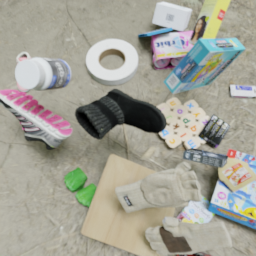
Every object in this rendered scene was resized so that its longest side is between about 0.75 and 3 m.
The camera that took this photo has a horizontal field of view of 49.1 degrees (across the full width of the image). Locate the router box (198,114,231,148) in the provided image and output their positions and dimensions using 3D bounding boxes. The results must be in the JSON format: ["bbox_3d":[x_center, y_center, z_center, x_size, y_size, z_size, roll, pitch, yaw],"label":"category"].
[{"bbox_3d":[3.488,0.115,11.304,0.875,0.299,1.173,37,61,9],"label":"router box"}]

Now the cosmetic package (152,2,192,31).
[{"bbox_3d":[2.122,-5.346,13.391,1.519,0.937,1.524,19,28,9],"label":"cosmetic package"}]

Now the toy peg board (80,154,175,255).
[{"bbox_3d":[0.062,2.783,9.789,2.735,1.343,2.746,23,67,-6],"label":"toy peg board"}]

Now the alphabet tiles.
[{"bbox_3d":[2.245,-0.189,11.604,2.344,0.175,2.397,-29,68,-21],"label":"alphabet tiles"}]

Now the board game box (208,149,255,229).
[{"bbox_3d":[4.357,2.178,9.775,2.391,0.682,2.442,17,55,21],"label":"board game box"}]

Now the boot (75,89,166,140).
[{"bbox_3d":[-0.214,-0.201,7.972,2.249,0.846,1.681,27,40,23],"label":"boot"}]

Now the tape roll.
[{"bbox_3d":[-0.735,-3.058,12.909,2.425,0.443,2.425,0,63,0],"label":"tape roll"}]

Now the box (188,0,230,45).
[{"bbox_3d":[2.839,-3.814,9.575,0.528,0.793,2.106,14,104,-27],"label":"box"}]

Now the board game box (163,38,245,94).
[{"bbox_3d":[2.484,-2.014,9.012,2.357,1.779,0.553,-18,67,-43],"label":"board game box"}]

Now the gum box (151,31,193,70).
[{"bbox_3d":[2.264,-3.603,12.961,2.479,0.820,1.407,-7,64,-4],"label":"gum box"}]

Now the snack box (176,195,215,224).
[{"bbox_3d":[2.424,3.091,9.961,0.917,0.342,1.289,41,69,16],"label":"snack box"}]

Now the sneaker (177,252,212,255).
[{"bbox_3d":[2.616,4.457,9.019,2.053,0.841,0.791,13,65,6],"label":"sneaker"}]

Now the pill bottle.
[{"bbox_3d":[-2.389,-1.529,8.006,0.917,1.612,0.917,4,102,17],"label":"pill bottle"}]

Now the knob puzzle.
[{"bbox_3d":[3.693,1.562,9.797,1.340,0.186,1.340,-4,51,5],"label":"knob puzzle"}]

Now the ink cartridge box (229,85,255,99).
[{"bbox_3d":[5.070,-1.586,12.327,1.164,0.216,0.551,2,63,4],"label":"ink cartridge box"}]

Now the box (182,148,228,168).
[{"bbox_3d":[2.510,0.957,9.076,1.263,1.012,0.275,12,97,27],"label":"box"}]

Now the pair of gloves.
[{"bbox_3d":[1.209,2.333,7.552,2.739,2.329,0.480,57,30,-11],"label":"pair of gloves"}]

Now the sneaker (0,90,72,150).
[{"bbox_3d":[-3.243,-0.203,9.311,2.741,1.199,1.011,34,26,-1],"label":"sneaker"}]

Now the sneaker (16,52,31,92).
[{"bbox_3d":[-4.637,-2.537,12.391,0.681,0.946,1.809,0,65,-2],"label":"sneaker"}]

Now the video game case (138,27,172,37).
[{"bbox_3d":[1.223,-4.459,13.113,1.201,1.678,0.149,-16,109,-7],"label":"video game case"}]

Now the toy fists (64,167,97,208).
[{"bbox_3d":[-1.718,2.224,10.299,0.806,0.544,1.581,-36,68,-24],"label":"toy fists"}]
